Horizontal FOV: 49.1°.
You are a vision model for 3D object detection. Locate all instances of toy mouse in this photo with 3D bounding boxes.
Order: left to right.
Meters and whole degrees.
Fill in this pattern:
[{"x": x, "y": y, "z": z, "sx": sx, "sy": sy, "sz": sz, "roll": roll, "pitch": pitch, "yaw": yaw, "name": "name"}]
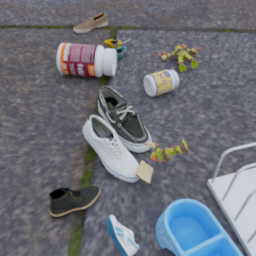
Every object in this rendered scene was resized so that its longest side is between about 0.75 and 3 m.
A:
[{"x": -0.802, "y": -3.454, "z": 12.711, "sx": 1.946, "sy": 0.376, "sz": 1.729, "roll": -2, "pitch": 45, "yaw": -1, "name": "toy mouse"}]

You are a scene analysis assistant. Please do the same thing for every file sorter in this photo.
[{"x": 3.417, "y": 1.714, "z": 6.706, "sx": 1.768, "sy": 1.586, "sz": 2.547, "roll": -11, "pitch": 46, "yaw": -12, "name": "file sorter"}]

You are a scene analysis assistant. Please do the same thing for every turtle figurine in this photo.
[{"x": 1.050, "y": 0.666, "z": 7.704, "sx": 1.134, "sy": 1.406, "sz": 0.453, "roll": -19, "pitch": 55, "yaw": 16, "name": "turtle figurine"}, {"x": 2.462, "y": -3.180, "z": 12.241, "sx": 2.028, "sy": 0.653, "sz": 1.635, "roll": -8, "pitch": 46, "yaw": -8, "name": "turtle figurine"}]

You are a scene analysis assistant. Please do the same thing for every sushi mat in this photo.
[{"x": 0.472, "y": 1.233, "z": 7.862, "sx": 0.438, "sy": 0.055, "sz": 0.915, "roll": 35, "pitch": 22, "yaw": -1, "name": "sushi mat"}]

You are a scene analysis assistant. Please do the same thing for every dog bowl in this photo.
[{"x": 1.668, "y": 2.747, "z": 6.321, "sx": 1.457, "sy": 0.648, "sz": 2.614, "roll": -17, "pitch": 48, "yaw": -18, "name": "dog bowl"}]

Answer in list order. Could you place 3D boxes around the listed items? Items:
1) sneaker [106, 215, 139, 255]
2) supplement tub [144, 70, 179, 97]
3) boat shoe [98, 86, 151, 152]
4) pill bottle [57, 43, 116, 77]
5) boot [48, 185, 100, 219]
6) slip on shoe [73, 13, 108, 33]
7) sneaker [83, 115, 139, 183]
[{"x": -0.150, "y": 2.510, "z": 6.613, "sx": 0.418, "sy": 0.396, "sz": 1.034, "roll": -22, "pitch": 72, "yaw": -34, "name": "sneaker"}, {"x": 1.259, "y": -1.715, "z": 10.645, "sx": 1.144, "sy": 0.832, "sz": 0.832, "roll": -20, "pitch": 48, "yaw": -18, "name": "supplement tub"}, {"x": -0.227, "y": -0.353, "z": 9.229, "sx": 1.014, "sy": 0.913, "sz": 2.867, "roll": -25, "pitch": 50, "yaw": -23, "name": "boat shoe"}, {"x": -1.636, "y": -2.715, "z": 11.357, "sx": 2.208, "sy": 1.261, "sz": 1.261, "roll": 6, "pitch": 45, "yaw": 6, "name": "pill bottle"}, {"x": -1.307, "y": 1.680, "z": 7.015, "sx": 1.391, "sy": 0.962, "sz": 0.539, "roll": -27, "pitch": 56, "yaw": -29, "name": "boot"}, {"x": -1.947, "y": -5.459, "z": 14.563, "sx": 1.952, "sy": 0.591, "sz": 0.742, "roll": -22, "pitch": 49, "yaw": -20, "name": "slip on shoe"}, {"x": -0.502, "y": 0.590, "z": 8.100, "sx": 2.344, "sy": 0.830, "sz": 0.856, "roll": 43, "pitch": 60, "yaw": 16, "name": "sneaker"}]
